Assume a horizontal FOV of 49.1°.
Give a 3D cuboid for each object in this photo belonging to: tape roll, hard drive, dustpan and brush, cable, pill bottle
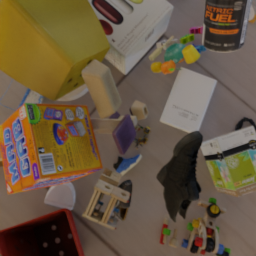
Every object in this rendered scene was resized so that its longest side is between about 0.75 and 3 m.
[{"bbox_3d":[-2.676,-2.463,11.758,2.727,0.498,2.727,0,81,0],"label":"tape roll"},{"bbox_3d":[2.501,-1.116,11.649,1.616,0.327,2.450,22,83,3],"label":"hard drive"},{"bbox_3d":[-2.531,2.309,11.153,1.165,0.478,1.669,17,89,-5],"label":"dustpan and brush"},{"bbox_3d":[4.849,0.115,11.530,0.926,0.288,1.135,-12,84,3],"label":"cable"},{"bbox_3d":[3.228,-3.992,9.085,1.447,2.725,1.447,-4,40,3],"label":"pill bottle"}]

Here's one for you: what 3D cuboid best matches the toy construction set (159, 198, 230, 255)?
[{"bbox_3d":[2.540,3.603,10.492,2.526,2.107,1.941,4,62,23],"label":"toy construction set"}]

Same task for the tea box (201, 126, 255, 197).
[{"bbox_3d":[3.919,1.256,10.379,1.433,2.145,2.110,-19,82,-4],"label":"tea box"}]

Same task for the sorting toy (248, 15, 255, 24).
[{"bbox_3d":[4.661,-5.239,12.256,2.144,0.292,1.207,18,82,2],"label":"sorting toy"}]

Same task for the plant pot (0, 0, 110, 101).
[{"bbox_3d":[-2.293,-2.608,9.040,2.473,2.804,2.804,46,46,2],"label":"plant pot"}]

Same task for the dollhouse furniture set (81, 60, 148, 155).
[{"bbox_3d":[-0.902,-0.929,8.794,1.953,2.752,2.180,2,40,30],"label":"dollhouse furniture set"}]

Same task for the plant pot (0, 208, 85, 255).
[{"bbox_3d":[-2.756,4.260,9.956,2.441,2.151,2.439,-19,82,-2],"label":"plant pot"}]

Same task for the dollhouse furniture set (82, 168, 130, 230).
[{"bbox_3d":[-0.521,1.987,8.059,0.980,1.398,0.985,24,104,2],"label":"dollhouse furniture set"}]

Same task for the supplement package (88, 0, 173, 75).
[{"bbox_3d":[-0.277,-4.278,11.190,2.864,2.106,2.739,41,84,4],"label":"supplement package"}]

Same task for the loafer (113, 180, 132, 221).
[{"bbox_3d":[-0.095,2.204,8.541,0.559,1.537,0.556,-14,45,-29],"label":"loafer"}]

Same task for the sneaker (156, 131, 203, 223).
[{"bbox_3d":[1.757,1.527,8.432,0.856,2.850,1.487,-9,51,-36],"label":"sneaker"}]

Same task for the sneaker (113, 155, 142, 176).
[{"bbox_3d":[-0.068,1.323,11.230,1.192,0.458,0.663,-41,92,1],"label":"sneaker"}]

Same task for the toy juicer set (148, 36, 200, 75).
[{"bbox_3d":[1.390,-2.308,9.400,1.429,2.246,0.611,-36,118,7],"label":"toy juicer set"}]

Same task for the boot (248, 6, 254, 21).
[{"bbox_3d":[4.182,-4.738,10.479,0.554,0.687,1.522,-33,124,3],"label":"boot"}]

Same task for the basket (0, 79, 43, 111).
[{"bbox_3d":[-4.245,-1.157,11.256,1.397,0.972,1.232,33,82,-26],"label":"basket"}]

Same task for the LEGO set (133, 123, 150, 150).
[{"bbox_3d":[0.232,0.114,11.232,1.378,0.798,1.060,39,84,5],"label":"LEGO set"}]

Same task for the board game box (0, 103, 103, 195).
[{"bbox_3d":[-2.387,0.622,8.441,2.067,2.066,2.068,-28,72,41],"label":"board game box"}]

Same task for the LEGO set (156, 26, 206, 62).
[{"bbox_3d":[2.175,-3.364,11.606,2.763,1.134,1.054,-29,119,-30],"label":"LEGO set"}]

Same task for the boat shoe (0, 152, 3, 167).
[{"bbox_3d":[-4.451,0.902,11.165,2.335,0.861,0.808,-18,72,-5],"label":"boat shoe"}]
